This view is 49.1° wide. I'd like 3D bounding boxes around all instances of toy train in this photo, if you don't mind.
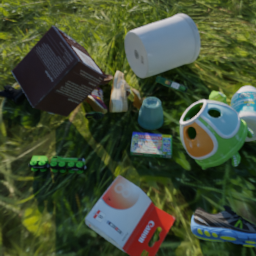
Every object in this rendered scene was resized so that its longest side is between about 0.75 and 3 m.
[{"bbox_3d":[-2.399,1.231,9.606,1.952,0.407,0.550,2,35,2],"label":"toy train"}]

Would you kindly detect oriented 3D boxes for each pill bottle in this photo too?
[{"bbox_3d":[4.626,-0.658,10.867,1.263,1.263,2.280,13,45,12],"label":"pill bottle"}]

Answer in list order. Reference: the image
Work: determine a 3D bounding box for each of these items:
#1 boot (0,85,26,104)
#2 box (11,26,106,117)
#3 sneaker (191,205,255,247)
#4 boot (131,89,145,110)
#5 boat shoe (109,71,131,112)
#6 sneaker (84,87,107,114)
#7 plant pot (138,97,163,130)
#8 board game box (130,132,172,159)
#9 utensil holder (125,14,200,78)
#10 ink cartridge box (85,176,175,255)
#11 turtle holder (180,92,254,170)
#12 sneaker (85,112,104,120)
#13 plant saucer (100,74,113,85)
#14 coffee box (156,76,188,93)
[{"bbox_3d":[-4.920,-1.693,12.435,1.084,0.493,1.290,26,56,18],"label":"boot"},{"bbox_3d":[-2.602,-2.051,10.729,2.436,2.021,2.000,-42,69,13],"label":"box"},{"bbox_3d":[3.008,2.679,7.787,2.437,0.864,1.010,6,52,10],"label":"sneaker"},{"bbox_3d":[0.307,-1.161,11.399,0.797,0.571,0.280,44,38,11],"label":"boot"},{"bbox_3d":[-0.297,-1.529,12.100,0.845,0.900,2.442,9,48,-5],"label":"boat shoe"},{"bbox_3d":[-1.324,-1.309,11.912,0.841,0.699,1.866,-35,55,-22],"label":"sneaker"},{"bbox_3d":[0.913,-0.626,11.036,1.035,0.972,1.035,0,46,0],"label":"plant pot"},{"bbox_3d":[0.858,0.635,10.308,1.478,0.215,0.995,4,46,4],"label":"board game box"},{"bbox_3d":[1.552,-3.844,13.313,2.807,2.385,2.385,-23,49,-18],"label":"utensil holder"},{"bbox_3d":[0.094,2.557,7.899,2.081,0.522,1.687,28,54,17],"label":"ink cartridge box"},{"bbox_3d":[2.883,-0.071,9.253,2.655,1.886,2.018,-47,14,-10],"label":"turtle holder"},{"bbox_3d":[-1.333,-0.536,11.310,0.823,0.321,0.351,2,25,23],"label":"sneaker"},{"bbox_3d":[-1.555,-2.231,12.808,1.712,0.275,1.712,3,23,-1],"label":"plant saucer"},{"bbox_3d":[1.900,-1.903,12.298,1.254,0.276,0.771,28,11,35],"label":"coffee box"}]
